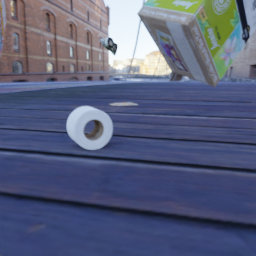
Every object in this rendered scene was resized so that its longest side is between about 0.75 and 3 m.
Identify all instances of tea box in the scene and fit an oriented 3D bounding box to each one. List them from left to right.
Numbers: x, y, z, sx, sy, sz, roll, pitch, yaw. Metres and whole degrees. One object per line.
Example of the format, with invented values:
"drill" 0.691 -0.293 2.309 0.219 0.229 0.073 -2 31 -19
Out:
"tea box" 1.693 -2.472 6.322 1.429 2.104 2.138 33 -6 40

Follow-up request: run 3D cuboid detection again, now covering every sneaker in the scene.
"sneaker" -0.709 -2.998 10.232 0.479 0.416 1.081 16 -9 20

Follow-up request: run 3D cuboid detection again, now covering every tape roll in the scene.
"tape roll" -1.006 -0.009 7.271 1.043 1.043 0.716 -6 12 -26

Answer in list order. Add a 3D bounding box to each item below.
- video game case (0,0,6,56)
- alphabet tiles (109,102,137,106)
"video game case" -3.994 -3.312 8.699 0.158 1.807 1.292 3 -33 -18
"alphabet tiles" -0.319 -1.375 16.263 1.436 0.054 1.200 -4 13 -22
